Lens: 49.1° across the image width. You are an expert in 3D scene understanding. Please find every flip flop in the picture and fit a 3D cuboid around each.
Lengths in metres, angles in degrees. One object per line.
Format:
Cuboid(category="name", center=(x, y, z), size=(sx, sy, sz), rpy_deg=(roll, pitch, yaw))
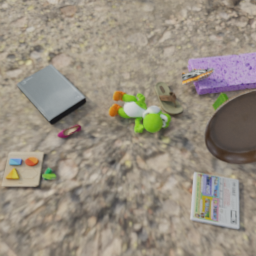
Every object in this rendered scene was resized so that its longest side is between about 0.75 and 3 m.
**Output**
Cuboid(category="flip flop", center=(1.523, -1.186, 10.674), size=(0.703, 0.499, 1.735), rpy_deg=(-16, 59, -10))

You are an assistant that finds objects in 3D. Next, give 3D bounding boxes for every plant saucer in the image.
Cuboid(category="plant saucer", center=(3.762, -0.038, 8.672), size=(2.900, 2.900, 0.465), rpy_deg=(-1, 39, -1))

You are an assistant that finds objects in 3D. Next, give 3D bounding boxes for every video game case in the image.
Cuboid(category="video game case", center=(2.700, 2.220, 8.686), size=(1.407, 0.170, 1.545), rpy_deg=(9, 58, 6))

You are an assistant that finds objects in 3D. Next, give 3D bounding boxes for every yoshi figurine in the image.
Cuboid(category="yoshi figurine", center=(0.401, -0.493, 9.896), size=(2.199, 1.236, 1.231), rpy_deg=(21, 70, 11))

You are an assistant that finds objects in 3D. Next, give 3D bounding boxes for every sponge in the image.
Cuboid(category="sponge", center=(4.043, -2.232, 11.364), size=(2.912, 0.434, 1.625), rpy_deg=(-7, 58, -4))

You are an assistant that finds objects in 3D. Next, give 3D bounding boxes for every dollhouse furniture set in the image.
Cuboid(category="dollhouse furniture set", center=(4.158, -0.825, 10.590), size=(1.761, 0.680, 0.880), rpy_deg=(3, 48, -21))

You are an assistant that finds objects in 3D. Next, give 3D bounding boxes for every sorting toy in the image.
Cuboid(category="sorting toy", center=(-3.187, 1.321, 9.210), size=(1.718, 0.253, 1.270), rpy_deg=(0, 57, 0))

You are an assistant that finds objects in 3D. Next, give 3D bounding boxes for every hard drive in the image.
Cuboid(category="hard drive", center=(-2.980, -1.348, 10.848), size=(1.633, 0.385, 2.339), rpy_deg=(-37, 64, -21))

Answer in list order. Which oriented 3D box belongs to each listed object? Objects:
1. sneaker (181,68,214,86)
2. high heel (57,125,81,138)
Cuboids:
Cuboid(category="sneaker", center=(2.663, -2.075, 10.788), size=(1.293, 0.506, 0.499), rpy_deg=(-18, 75, 10))
Cuboid(category="high heel", center=(-2.090, 0.093, 9.878), size=(0.889, 0.427, 0.300), rpy_deg=(-22, 73, -13))
